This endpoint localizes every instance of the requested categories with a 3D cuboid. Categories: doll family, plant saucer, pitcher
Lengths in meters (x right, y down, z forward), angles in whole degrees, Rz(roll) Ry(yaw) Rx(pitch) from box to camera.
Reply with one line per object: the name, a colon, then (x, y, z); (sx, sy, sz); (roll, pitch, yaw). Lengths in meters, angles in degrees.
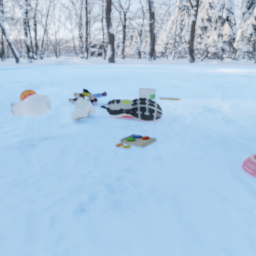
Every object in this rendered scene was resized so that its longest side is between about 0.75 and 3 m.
doll family: (-2.286, -1.796, 16.429); (2.406, 0.944, 1.390); (17, 17, 32)
plant saucer: (3.910, 1.030, 7.681); (1.456, 0.369, 1.456); (1, 16, 0)
pitcher: (-4.583, -1.024, 13.651); (1.685, 1.022, 1.446); (-11, -2, 10)

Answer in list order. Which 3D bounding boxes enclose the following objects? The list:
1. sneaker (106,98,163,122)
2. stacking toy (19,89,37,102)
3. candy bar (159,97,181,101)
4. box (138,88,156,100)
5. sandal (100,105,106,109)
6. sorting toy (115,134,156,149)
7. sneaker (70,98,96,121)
sneaker: (0.348, -0.915, 13.230); (2.750, 1.059, 1.168); (10, 2, 17)
stacking toy: (-5.416, -1.468, 15.579); (1.001, 1.001, 1.371); (-9, 35, -29)
candy bar: (2.650, -1.839, 17.750); (1.405, 0.156, 0.350); (5, 17, 13)
box: (1.202, -2.149, 17.690); (0.844, 0.723, 0.840); (11, 15, 34)
sandal: (-1.248, -1.165, 15.389); (0.324, 0.195, 0.864); (-10, 19, -30)
sorting toy: (0.241, 0.466, 9.897); (1.019, 0.183, 1.368); (12, 20, 35)
sneaker: (-2.226, -0.906, 12.978); (0.750, 0.956, 1.925); (-19, 7, 17)
